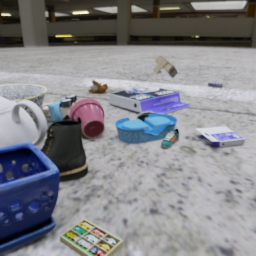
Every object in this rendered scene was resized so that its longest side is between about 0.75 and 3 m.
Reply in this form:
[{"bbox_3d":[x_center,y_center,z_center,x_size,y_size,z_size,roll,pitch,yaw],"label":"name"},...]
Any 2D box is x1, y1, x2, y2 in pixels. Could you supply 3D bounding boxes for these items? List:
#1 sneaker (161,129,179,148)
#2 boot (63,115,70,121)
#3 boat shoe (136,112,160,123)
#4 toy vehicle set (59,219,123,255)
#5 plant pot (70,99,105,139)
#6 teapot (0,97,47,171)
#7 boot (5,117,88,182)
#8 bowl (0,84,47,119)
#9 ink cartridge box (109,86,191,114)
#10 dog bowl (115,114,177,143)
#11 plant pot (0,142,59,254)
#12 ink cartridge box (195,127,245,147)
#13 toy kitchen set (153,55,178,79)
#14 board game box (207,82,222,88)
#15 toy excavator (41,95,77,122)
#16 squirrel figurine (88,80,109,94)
[{"bbox_3d":[1.388,0.323,9.300,0.378,0.423,1.059,13,24,30],"label":"sneaker"},{"bbox_3d":[-2.057,0.120,9.300,0.452,0.807,1.167,-5,22,-13],"label":"boot"},{"bbox_3d":[0.960,-0.391,11.134,1.250,0.449,0.423,1,16,-2],"label":"boat shoe"},{"bbox_3d":[-0.681,2.072,5.129,1.009,0.134,0.627,15,26,34],"label":"toy vehicle set"},{"bbox_3d":[-1.357,-0.254,9.949,1.239,1.239,1.109,-8,38,-20],"label":"plant pot"},{"bbox_3d":[-3.938,-0.060,8.054,2.779,2.030,2.743,-8,23,-23],"label":"teapot"},{"bbox_3d":[-2.155,0.614,6.950,2.254,1.559,0.873,-13,24,-29],"label":"boot"},{"bbox_3d":[-4.548,-0.731,10.736,2.917,1.369,2.917,-1,21,0],"label":"bowl"},{"bbox_3d":[1.063,-1.368,13.482,2.872,0.629,2.899,-18,28,-40],"label":"ink cartridge box"},{"bbox_3d":[0.643,0.013,9.926,2.281,0.566,1.272,-8,23,-22],"label":"dog bowl"},{"bbox_3d":[-2.279,1.320,5.243,1.620,1.456,1.620,-14,25,-34],"label":"plant pot"},{"bbox_3d":[3.087,0.290,9.590,1.246,0.270,1.235,-3,21,-14],"label":"ink cartridge box"},{"bbox_3d":[1.566,-2.556,12.340,0.869,0.709,0.784,47,8,28],"label":"toy kitchen set"},{"bbox_3d":[5.433,-2.711,17.472,0.866,0.267,0.867,8,22,17],"label":"board game box"},{"bbox_3d":[-2.985,-0.770,11.674,1.936,0.967,1.882,-6,19,9],"label":"toy excavator"},{"bbox_3d":[-1.658,-2.305,16.068,1.029,0.728,0.961,17,12,4],"label":"squirrel figurine"}]
